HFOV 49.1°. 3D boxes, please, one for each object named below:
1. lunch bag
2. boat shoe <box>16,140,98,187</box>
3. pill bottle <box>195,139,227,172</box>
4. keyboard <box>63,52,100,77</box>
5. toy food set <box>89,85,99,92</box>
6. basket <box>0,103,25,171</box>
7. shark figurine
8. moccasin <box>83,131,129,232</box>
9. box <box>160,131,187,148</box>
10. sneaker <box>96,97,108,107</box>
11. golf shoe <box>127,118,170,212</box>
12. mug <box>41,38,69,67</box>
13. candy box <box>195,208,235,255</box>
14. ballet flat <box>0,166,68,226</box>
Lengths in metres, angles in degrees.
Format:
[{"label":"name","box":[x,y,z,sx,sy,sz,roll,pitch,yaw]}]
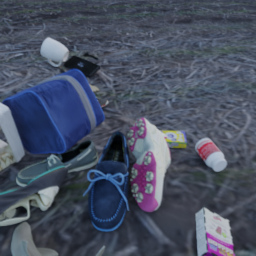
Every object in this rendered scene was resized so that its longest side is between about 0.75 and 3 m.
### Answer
[{"label":"lunch bag","box":[-2.271,-0.478,8.636,2.919,1.983,1.931,-4,26,45]},{"label":"boat shoe","box":[-2.038,0.958,8.101,2.416,0.746,0.880,-16,39,-21]},{"label":"pill bottle","box":[2.508,0.822,8.461,0.569,0.569,1.014,-10,37,-14]},{"label":"keyboard","box":[-2.222,-3.312,14.371,2.220,0.229,1.410,30,67,35]},{"label":"toy food set","box":[-2.928,-1.782,12.124,2.863,0.575,1.976,-22,41,-28]},{"label":"basket","box":[-4.816,0.132,8.204,2.894,1.962,1.785,23,45,27]},{"label":"shark figurine","box":[-1.719,2.578,5.619,2.270,0.947,1.356,12,32,21]},{"label":"moccasin","box":[-0.555,1.226,7.460,1.188,1.007,2.952,0,38,-1]},{"label":"box","box":[1.356,0.368,9.369,1.114,0.269,0.653,0,34,3]},{"label":"sneaker","box":[-1.356,-1.090,11.237,1.083,0.444,0.417,-2,35,2]},{"label":"golf shoe","box":[0.750,0.996,7.812,1.292,1.064,2.824,24,45,-29]},{"label":"mug","box":[-3.693,-3.722,14.219,1.150,1.312,0.968,25,40,2]},{"label":"candy box","box":[1.892,2.416,6.141,0.756,0.338,1.109,30,36,-10]},{"label":"ballet flat","box":[-2.448,1.764,6.862,2.483,0.907,0.907,-20,40,-36]}]
